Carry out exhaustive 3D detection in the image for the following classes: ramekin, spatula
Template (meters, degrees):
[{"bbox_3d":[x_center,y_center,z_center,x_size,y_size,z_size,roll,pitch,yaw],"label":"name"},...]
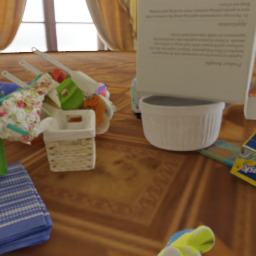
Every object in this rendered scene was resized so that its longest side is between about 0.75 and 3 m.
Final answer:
[{"bbox_3d":[1.439,-0.227,7.722,2.274,1.193,2.274,-2,15,1],"label":"ramekin"},{"bbox_3d":[-2.375,-1.456,8.636,2.565,0.206,1.783,32,64,7],"label":"spatula"}]

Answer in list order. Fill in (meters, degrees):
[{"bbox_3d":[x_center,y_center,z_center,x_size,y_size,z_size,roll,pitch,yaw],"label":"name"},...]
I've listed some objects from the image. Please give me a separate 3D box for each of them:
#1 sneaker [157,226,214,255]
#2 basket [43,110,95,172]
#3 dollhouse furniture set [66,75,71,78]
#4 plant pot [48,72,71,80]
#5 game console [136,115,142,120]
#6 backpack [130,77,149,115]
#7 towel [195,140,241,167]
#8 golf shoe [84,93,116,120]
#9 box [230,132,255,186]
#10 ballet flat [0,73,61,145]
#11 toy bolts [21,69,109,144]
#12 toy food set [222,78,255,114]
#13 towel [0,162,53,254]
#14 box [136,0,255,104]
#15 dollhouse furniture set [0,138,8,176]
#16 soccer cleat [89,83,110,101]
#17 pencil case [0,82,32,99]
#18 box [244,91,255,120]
[{"bbox_3d":[0.654,1.688,3.747,1.056,0.400,0.555,-21,-10,-24],"label":"sneaker"},{"bbox_3d":[-1.342,0.262,6.761,1.122,1.021,1.655,-2,18,-6],"label":"basket"},{"bbox_3d":[-3.986,-2.559,15.360,1.627,0.628,0.813,-6,15,-24],"label":"dollhouse furniture set"},{"bbox_3d":[-2.658,-1.569,11.714,1.390,1.404,1.404,6,19,-4],"label":"plant pot"},{"bbox_3d":[0.857,-0.269,9.245,1.185,0.143,0.699,9,9,-5],"label":"game console"},{"bbox_3d":[1.255,-1.187,10.242,2.355,1.491,1.965,0,21,7],"label":"backpack"},{"bbox_3d":[2.546,0.646,6.973,1.050,0.155,1.431,-12,23,-33],"label":"towel"},{"bbox_3d":[-0.862,-0.756,9.852,1.196,0.963,2.459,2,15,-26],"label":"golf shoe"},{"bbox_3d":[3.114,0.469,6.252,0.772,0.708,2.203,30,35,28],"label":"box"},{"bbox_3d":[-1.986,-0.414,5.990,0.943,1.116,2.951,33,20,-12],"label":"ballet flat"},{"bbox_3d":[-1.988,-0.369,8.715,2.486,1.805,2.603,-41,35,3],"label":"toy bolts"},{"bbox_3d":[3.962,-1.249,10.343,0.457,1.843,2.899,49,42,10],"label":"toy food set"},{"bbox_3d":[-2.536,1.378,4.795,1.919,0.316,2.651,-12,20,-27],"label":"towel"},{"bbox_3d":[1.978,-2.196,7.645,2.787,2.399,2.800,9,21,23],"label":"box"},{"bbox_3d":[-3.417,0.579,5.522,1.776,0.891,1.163,1,14,38],"label":"dollhouse furniture set"},{"bbox_3d":[-1.368,-1.585,12.112,0.797,0.743,2.179,21,17,-23],"label":"soccer cleat"},{"bbox_3d":[-4.742,-1.200,10.671,2.883,1.252,1.125,-1,-11,-6],"label":"pencil case"},{"bbox_3d":[5.129,-0.782,10.012,1.733,0.845,1.078,5,20,18],"label":"box"}]
